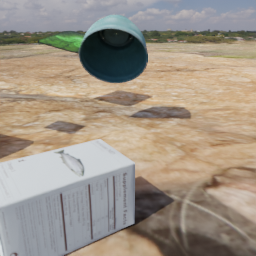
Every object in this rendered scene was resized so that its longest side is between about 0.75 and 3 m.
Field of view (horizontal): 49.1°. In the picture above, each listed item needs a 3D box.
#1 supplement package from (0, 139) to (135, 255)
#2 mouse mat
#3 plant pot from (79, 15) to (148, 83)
[{"bbox_3d":[-0.981,1.036,4.176,1.927,1.130,1.126,-13,24,-32],"label":"supplement package"},{"bbox_3d":[-1.842,-3.065,9.959,2.188,0.082,1.760,21,38,21],"label":"mouse mat"},{"bbox_3d":[-0.364,-2.375,7.927,1.869,1.869,1.252,1,54,4],"label":"plant pot"}]
